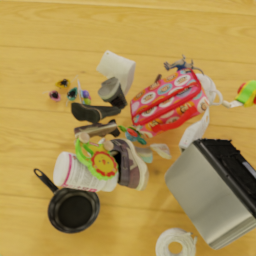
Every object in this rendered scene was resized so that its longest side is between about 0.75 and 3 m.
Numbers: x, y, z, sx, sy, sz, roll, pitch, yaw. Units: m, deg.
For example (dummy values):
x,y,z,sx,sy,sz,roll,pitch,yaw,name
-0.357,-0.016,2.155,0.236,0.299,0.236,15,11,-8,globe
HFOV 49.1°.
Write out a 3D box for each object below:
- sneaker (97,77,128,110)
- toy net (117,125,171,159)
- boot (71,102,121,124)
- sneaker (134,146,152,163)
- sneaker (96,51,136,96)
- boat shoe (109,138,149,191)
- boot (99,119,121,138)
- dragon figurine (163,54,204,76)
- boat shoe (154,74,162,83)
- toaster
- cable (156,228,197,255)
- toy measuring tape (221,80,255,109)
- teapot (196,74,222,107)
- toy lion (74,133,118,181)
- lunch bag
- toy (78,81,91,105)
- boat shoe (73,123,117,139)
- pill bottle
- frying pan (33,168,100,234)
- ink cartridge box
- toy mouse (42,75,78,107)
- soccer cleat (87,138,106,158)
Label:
x,y,z,sx,sy,sz,roll,pitch,yaw,name
-0.369,-0.954,8.851,0.745,1.058,1.992,-27,18,9,sneaker
0.654,0.417,9.916,2.178,1.143,0.421,24,68,33,toy net
-1.017,-0.510,8.603,0.997,0.558,1.441,-17,30,-41,boot
0.257,1.013,10.190,1.367,0.560,0.505,11,31,33,sneaker
-0.524,-1.977,10.623,1.350,2.335,0.860,28,63,7,sneaker
-0.285,1.036,9.072,0.945,1.049,2.917,12,17,-25,boat shoe
-0.596,0.206,9.812,0.360,0.644,0.930,1,37,41,boot
2.133,-2.306,10.869,1.624,0.808,0.478,19,50,-27,dragon figurine
1.266,-1.814,11.945,0.392,0.393,1.115,17,68,16,boat shoe
2.901,1.833,8.220,2.701,1.772,2.987,3,44,-51,toaster
1.351,3.429,7.992,1.124,0.389,1.124,7,91,4,cable
3.938,-1.144,9.363,2.474,0.910,0.910,-10,53,-45,toy measuring tape
2.890,-1.600,11.349,1.608,1.174,1.587,4,59,1,teapot
-0.870,0.857,7.798,1.276,0.438,1.223,21,43,-29,toy lion
1.408,-0.772,9.945,2.739,1.122,2.413,-28,32,17,lunch bag
-1.465,-0.922,9.889,0.348,1.472,0.848,-10,41,-4,toy
-1.044,0.013,8.909,1.417,0.510,0.459,-17,68,-21,boat shoe
-1.192,1.316,8.053,1.672,0.948,0.948,16,54,-28,pill bottle
-2.280,2.497,9.267,2.824,0.460,1.708,15,52,13,frying pan
2.200,0.181,9.273,0.454,1.294,1.592,18,73,23,ink cartridge box
-2.679,-1.374,11.708,1.664,0.322,1.479,-18,60,-10,toy mouse
-1.177,0.820,10.081,0.470,0.380,1.089,24,99,-12,soccer cleat
